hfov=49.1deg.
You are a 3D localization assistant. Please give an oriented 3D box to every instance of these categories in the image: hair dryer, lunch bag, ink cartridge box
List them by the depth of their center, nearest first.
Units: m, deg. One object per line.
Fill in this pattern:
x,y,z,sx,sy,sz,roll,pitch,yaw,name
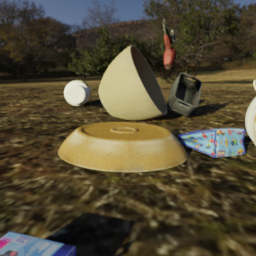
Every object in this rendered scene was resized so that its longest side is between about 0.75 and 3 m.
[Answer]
-0.750,1.105,2.110,0.780,0.298,0.532,5,12,18,ink cartridge box
1.712,0.280,5.955,0.877,0.548,1.166,-1,2,-31,lunch bag
1.081,-2.273,7.853,0.343,1.264,0.963,-6,-6,29,hair dryer

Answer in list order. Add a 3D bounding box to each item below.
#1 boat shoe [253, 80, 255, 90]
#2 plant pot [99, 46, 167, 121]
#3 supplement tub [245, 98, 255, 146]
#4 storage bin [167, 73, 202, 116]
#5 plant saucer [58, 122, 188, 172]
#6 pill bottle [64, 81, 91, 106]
4.079,-1.044,8.408,0.331,0.921,0.274,-40,17,-32,boat shoe
-0.001,-1.306,9.909,1.751,2.608,2.608,-25,3,19,plant pot
2.963,0.020,4.533,1.505,1.505,2.080,0,11,0,supplement tub
2.086,-1.245,10.337,0.932,1.378,0.646,23,-35,-5,storage bin
-0.096,0.257,5.856,2.672,0.473,2.672,2,10,0,plant saucer
-2.658,-1.840,14.757,1.299,1.299,2.334,-1,10,-5,pill bottle
